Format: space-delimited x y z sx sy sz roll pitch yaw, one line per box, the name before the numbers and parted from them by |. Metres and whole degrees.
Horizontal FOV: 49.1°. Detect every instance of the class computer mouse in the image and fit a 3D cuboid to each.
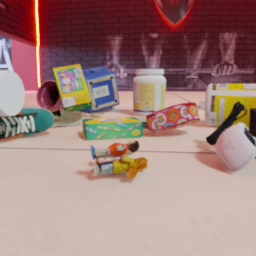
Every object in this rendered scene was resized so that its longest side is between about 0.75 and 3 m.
computer mouse | 2.284 0.171 6.260 0.518 1.294 2.361 40 20 -3

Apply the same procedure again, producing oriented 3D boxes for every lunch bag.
lunch bag | 1.514 -0.284 9.231 1.687 0.691 1.486 -15 -9 15

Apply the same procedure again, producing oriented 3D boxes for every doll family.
doll family | -0.124 0.673 5.349 1.009 0.732 1.625 -8 -7 -4

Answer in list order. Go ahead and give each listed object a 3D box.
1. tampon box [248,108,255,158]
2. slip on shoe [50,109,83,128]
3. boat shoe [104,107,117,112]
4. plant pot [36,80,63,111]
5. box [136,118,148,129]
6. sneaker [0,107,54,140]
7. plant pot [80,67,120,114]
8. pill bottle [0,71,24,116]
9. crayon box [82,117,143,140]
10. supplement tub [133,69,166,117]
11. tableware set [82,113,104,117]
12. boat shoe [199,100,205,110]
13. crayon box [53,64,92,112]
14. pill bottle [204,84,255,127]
tampon box | 3.729 0.124 6.640 1.511 1.133 0.954 2 10 14
slip on shoe | -2.598 -0.440 10.875 1.892 0.573 0.719 -8 38 -29
boat shoe | -0.983 -1.087 16.118 0.902 0.295 0.332 6 12 32
plant pot | -4.306 -1.810 16.772 1.763 1.763 1.578 4 -6 23
box | 0.584 -0.175 10.880 1.621 0.281 0.892 2 10 13
sneaker | -3.663 -0.042 8.518 2.729 0.974 1.090 -6 17 -12
plant pot | -1.819 -2.106 15.745 2.296 2.296 2.064 -18 22 -25
pill bottle | -4.205 -0.887 7.502 2.500 1.447 1.447 -1 9 13
crayon box | -0.533 0.001 9.092 1.823 0.531 1.083 -2 10 -13
supplement tub | 1.060 -1.776 14.164 1.677 2.306 1.677 0 10 0
tableware set | -1.868 -0.610 13.233 1.294 0.180 1.549 0 4 6
boat shoe | 5.285 -1.420 17.064 1.909 0.624 0.702 4 11 22
crayon box | -2.721 -1.934 13.644 1.345 2.265 0.660 -14 -20 -16
pill bottle | 4.435 -0.830 10.447 2.948 1.610 1.610 4 11 21
